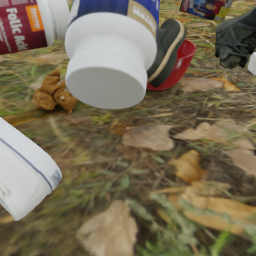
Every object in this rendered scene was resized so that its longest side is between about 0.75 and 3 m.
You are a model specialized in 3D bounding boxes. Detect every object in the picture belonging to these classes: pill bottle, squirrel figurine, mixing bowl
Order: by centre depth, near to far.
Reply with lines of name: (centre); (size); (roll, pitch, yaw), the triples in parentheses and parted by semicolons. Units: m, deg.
pill bottle: (-0.206, -1.525, 4.183); (1.320, 1.320, 2.280); (3, 67, 5)
pill bottle: (-2.495, -2.460, 6.636); (2.152, 1.229, 1.229); (-15, 35, -14)
squirrel figurine: (-2.224, -0.923, 8.669); (1.418, 1.004, 1.324); (-31, 53, -18)
mixing bowl: (0.990, -2.249, 10.013); (2.630, 1.424, 2.630); (0, 35, 0)

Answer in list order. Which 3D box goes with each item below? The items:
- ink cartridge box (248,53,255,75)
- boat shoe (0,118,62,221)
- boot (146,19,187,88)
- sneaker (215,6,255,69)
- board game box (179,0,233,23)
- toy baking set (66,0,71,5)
ink cartridge box: (5.471, -2.580, 11.226); (0.975, 0.718, 0.705); (-1, 33, -2)
boat shoe: (-2.259, 0.161, 3.795); (2.808, 1.033, 0.918); (30, 54, 14)
boot: (0.508, -2.608, 7.572); (1.889, 1.058, 2.731); (35, 45, -18)
sneaker: (1.593, -1.146, 3.611); (0.473, 0.709, 1.237); (13, -7, -26)
board game box: (1.947, -3.711, 7.097); (1.665, 1.666, 0.514); (21, 57, 5)
toy baking set: (-1.608, -4.327, 8.004); (0.301, 1.989, 2.591); (9, -5, 45)
